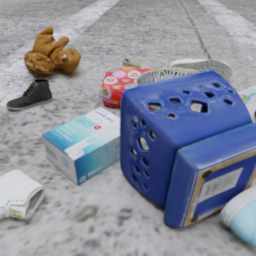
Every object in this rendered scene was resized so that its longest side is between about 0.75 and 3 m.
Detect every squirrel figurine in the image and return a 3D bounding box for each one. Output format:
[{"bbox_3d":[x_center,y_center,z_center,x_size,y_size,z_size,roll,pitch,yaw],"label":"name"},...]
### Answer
[{"bbox_3d":[-3.719,-3.347,13.873,2.713,1.920,2.532,-39,59,-24],"label":"squirrel figurine"}]

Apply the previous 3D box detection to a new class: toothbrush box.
[{"bbox_3d":[-1.167,0.456,8.686,2.311,0.986,1.692,-27,43,-36],"label":"toothbrush box"}]

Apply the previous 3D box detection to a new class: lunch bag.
[{"bbox_3d":[0.247,-1.616,11.584,2.643,1.083,2.328,3,35,4],"label":"lunch bag"}]

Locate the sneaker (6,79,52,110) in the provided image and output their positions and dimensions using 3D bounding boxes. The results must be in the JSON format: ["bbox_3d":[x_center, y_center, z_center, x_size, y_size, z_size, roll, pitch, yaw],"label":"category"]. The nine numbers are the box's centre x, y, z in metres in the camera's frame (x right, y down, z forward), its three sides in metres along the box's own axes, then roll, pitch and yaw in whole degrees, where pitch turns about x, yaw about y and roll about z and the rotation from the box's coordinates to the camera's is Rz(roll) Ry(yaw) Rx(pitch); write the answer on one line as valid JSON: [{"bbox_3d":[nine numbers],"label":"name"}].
[{"bbox_3d":[-4.064,-1.392,11.355,1.854,0.985,0.693,-19,39,-26],"label":"sneaker"}]

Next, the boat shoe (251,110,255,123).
[{"bbox_3d":[4.732,0.214,8.897,0.914,0.823,2.585,-7,48,-8],"label":"boat shoe"}]

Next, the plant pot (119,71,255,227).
[{"bbox_3d":[1.580,0.565,7.016,2.876,2.876,2.586,-16,44,-22],"label":"plant pot"}]

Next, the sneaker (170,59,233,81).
[{"bbox_3d":[3.496,-2.887,13.516,2.958,1.130,1.191,7,27,8],"label":"sneaker"}]

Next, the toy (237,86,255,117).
[{"bbox_3d":[4.572,-0.714,10.572,2.585,0.610,1.489,-23,55,-10],"label":"toy"}]

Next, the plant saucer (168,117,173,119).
[{"bbox_3d":[1.577,-0.302,10.519,0.950,0.153,0.950,1,34,0],"label":"plant saucer"}]

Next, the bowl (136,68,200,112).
[{"bbox_3d":[1.294,-0.958,8.455,2.106,0.988,2.106,0,-10,0],"label":"bowl"}]

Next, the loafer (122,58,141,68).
[{"bbox_3d":[0.164,-3.422,14.832,1.104,0.377,0.418,17,38,22],"label":"loafer"}]

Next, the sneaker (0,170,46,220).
[{"bbox_3d":[-3.082,1.916,6.705,1.317,0.840,2.280,18,37,29],"label":"sneaker"}]

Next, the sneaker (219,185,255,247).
[{"bbox_3d":[3.669,1.852,6.732,2.998,1.108,1.228,-25,49,-19],"label":"sneaker"}]
